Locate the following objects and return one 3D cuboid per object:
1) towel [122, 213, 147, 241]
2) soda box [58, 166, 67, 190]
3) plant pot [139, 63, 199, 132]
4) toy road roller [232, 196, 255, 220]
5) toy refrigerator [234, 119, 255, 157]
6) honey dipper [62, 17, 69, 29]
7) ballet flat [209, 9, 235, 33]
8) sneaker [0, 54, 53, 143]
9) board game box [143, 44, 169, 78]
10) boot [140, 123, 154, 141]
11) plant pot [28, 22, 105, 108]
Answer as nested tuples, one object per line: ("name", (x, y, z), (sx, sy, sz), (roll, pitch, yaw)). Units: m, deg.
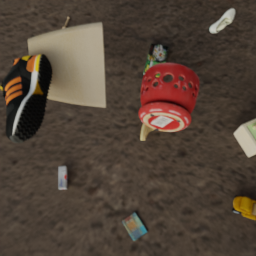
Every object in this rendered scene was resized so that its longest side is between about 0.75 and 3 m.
("towel", (0.224, 3.429, 9.725), (0.580, 0.086, 0.790), (-30, 70, -13))
("soda box", (-2.403, 1.837, 10.293), (0.280, 0.260, 0.821), (-4, 67, -2))
("plant pot", (1.302, -0.879, 9.107), (1.878, 1.878, 1.710), (9, 67, 4))
("toy road roller", (4.134, 2.722, 9.670), (0.994, 0.726, 0.611), (18, 68, 7))
("toy refrigerator", (5.692, -0.037, 10.666), (2.901, 1.015, 1.101), (-22, 69, -8))
("honey dipper", (-2.927, -4.875, 13.158), (0.176, 0.176, 0.929), (9, 65, 4))
("ballet flat", (3.402, -3.726, 9.871), (1.142, 0.396, 0.396), (-40, 72, 2))
("sneaker", (-2.826, -0.783, 7.296), (1.167, 0.907, 2.595), (1, 62, 13))
("board game box", (1.239, -2.968, 12.351), (0.853, 0.191, 1.628), (14, 68, 3))
("boot", (1.246, -0.079, 10.929), (1.283, 0.601, 1.651), (21, 65, 8))
("plant pot", (-1.904, -2.029, 8.999), (2.147, 2.422, 2.425), (-3, 107, -8))
